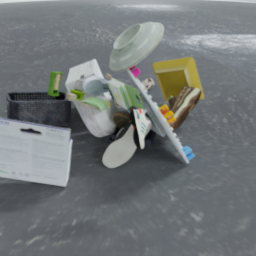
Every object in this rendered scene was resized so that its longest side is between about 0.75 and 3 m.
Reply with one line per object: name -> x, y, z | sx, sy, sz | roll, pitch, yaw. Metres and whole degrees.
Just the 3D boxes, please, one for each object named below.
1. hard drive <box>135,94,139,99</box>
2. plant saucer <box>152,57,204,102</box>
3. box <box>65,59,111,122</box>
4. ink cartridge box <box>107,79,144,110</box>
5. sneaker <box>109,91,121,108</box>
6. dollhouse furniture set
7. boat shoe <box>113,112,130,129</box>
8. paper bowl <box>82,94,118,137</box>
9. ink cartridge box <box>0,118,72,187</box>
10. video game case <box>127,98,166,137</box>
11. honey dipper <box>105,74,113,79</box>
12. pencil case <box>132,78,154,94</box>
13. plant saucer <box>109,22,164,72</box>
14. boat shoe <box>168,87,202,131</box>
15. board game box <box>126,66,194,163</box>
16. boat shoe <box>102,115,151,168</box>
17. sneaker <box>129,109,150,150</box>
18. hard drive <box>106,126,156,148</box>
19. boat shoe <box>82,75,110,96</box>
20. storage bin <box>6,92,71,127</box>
hard drive -> 0.212, -1.211, 12.265 | 0.442, 1.407, 2.086 | -43, 9, 1
plant saucer -> 2.159, -2.018, 12.654 | 2.084, 2.084, 0.505 | 1, 36, 39
box -> -1.684, -1.647, 12.481 | 1.342, 2.053, 2.043 | -19, 30, 5
ink cartridge box -> -0.079, -1.054, 9.500 | 0.324, 0.985, 1.353 | -38, 43, -17
sneaker -> -0.555, -1.429, 12.888 | 0.423, 1.080, 0.429 | -27, 5, -6
dollhouse furniture set -> -1.606, -1.261, 9.585 | 2.141, 0.827, 1.070 | 17, 14, 9
boat shoe -> -0.008, -0.219, 10.320 | 0.541, 1.504, 0.511 | -34, 43, 27
paper bowl -> -0.964, -0.520, 10.778 | 0.853, 1.641, 1.641 | -18, 26, 24
ink cartridge box -> -2.900, 0.692, 8.543 | 2.259, 2.301, 0.498 | 10, 31, -5
video game case -> 0.417, -0.642, 10.807 | 0.228, 1.882, 2.068 | -46, 46, -8
honey dipper -> -0.612, -2.100, 12.207 | 0.906, 0.172, 0.172 | 25, 13, -41
pencil case -> 0.775, -2.236, 15.064 | 1.425, 0.554, 0.637 | -31, 75, -37
plant saucer -> 0.123, -2.943, 9.648 | 2.316, 0.581, 2.316 | -31, 34, 23
boat shoe -> 2.014, -0.856, 11.347 | 0.970, 0.969, 2.623 | 28, 46, 21
board game box -> 1.130, -0.521, 9.838 | 0.385, 2.977, 2.977 | -33, 50, 4
boat shoe -> -0.070, 0.433, 9.869 | 0.836, 2.264, 0.683 | 35, 11, -12
sneaker -> 0.374, 0.017, 7.286 | 0.496, 1.062, 0.374 | -11, 2, -24
hard drive -> 0.159, 0.237, 11.409 | 1.834, 0.388, 1.237 | 9, 36, 14
boat shoe -> -1.289, -1.609, 10.396 | 0.628, 0.691, 1.879 | 34, 12, 16
storage bin -> -3.737, -0.797, 11.759 | 2.434, 1.141, 1.645 | -4, 20, -27
